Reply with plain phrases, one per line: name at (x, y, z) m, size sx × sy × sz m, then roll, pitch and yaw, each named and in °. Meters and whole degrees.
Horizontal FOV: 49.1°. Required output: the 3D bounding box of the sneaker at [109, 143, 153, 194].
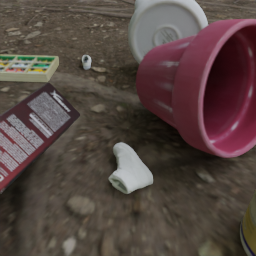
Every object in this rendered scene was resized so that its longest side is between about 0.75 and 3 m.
sneaker at (-0.145, 0.851, 6.118) m, size 0.770 × 0.491 × 1.333 m, roll -19°, pitch 43°, yaw -28°

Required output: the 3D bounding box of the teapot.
teapot at (1.425, -3.249, 9.607) m, size 2.779 × 2.816 × 2.057 m, roll 4°, pitch 31°, yaw 11°

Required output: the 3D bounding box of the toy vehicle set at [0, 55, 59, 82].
toy vehicle set at (-3.896, -2.198, 10.215) m, size 2.395 × 0.317 × 1.488 m, roll 2°, pitch 38°, yaw 3°

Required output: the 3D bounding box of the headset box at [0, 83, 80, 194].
headset box at (-2.347, 0.499, 5.316) m, size 0.989 × 1.905 × 2.560 m, roll 45°, pitch 43°, yaw -9°

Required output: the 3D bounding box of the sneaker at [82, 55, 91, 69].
sneaker at (-1.584, -2.622, 10.727) m, size 0.371 × 0.360 × 1.016 m, roll -7°, pitch 38°, yaw -9°

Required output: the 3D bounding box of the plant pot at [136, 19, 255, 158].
plant pot at (1.709, -1.029, 6.812) m, size 2.949 × 2.949 × 2.640 m, roll -26°, pitch 28°, yaw -29°

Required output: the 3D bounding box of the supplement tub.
supplement tub at (2.678, 1.291, 4.300) m, size 1.450 × 1.995 × 1.450 m, roll 0°, pitch 38°, yaw 0°
